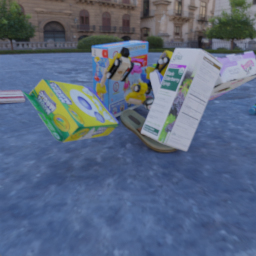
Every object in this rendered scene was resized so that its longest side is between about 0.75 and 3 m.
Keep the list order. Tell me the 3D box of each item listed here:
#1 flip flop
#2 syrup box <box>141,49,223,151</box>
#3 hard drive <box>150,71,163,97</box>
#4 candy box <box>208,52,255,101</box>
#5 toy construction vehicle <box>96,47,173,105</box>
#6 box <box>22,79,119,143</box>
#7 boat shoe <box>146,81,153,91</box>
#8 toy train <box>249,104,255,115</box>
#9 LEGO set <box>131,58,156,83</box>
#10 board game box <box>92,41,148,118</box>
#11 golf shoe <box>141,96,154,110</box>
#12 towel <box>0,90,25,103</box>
[{"bbox_3d":[0.692,-0.009,8.670,2.215,0.638,0.898,38,43,22],"label":"flip flop"},{"bbox_3d":[1.269,-0.688,6.719,0.921,2.262,0.891,19,4,-34],"label":"syrup box"},{"bbox_3d":[1.354,-0.833,9.356,0.300,1.559,2.363,-16,-10,19],"label":"hard drive"},{"bbox_3d":[2.497,-1.368,8.321,1.749,0.746,2.085,-15,-9,-31],"label":"candy box"},{"bbox_3d":[0.240,-1.887,9.723,2.180,2.504,0.882,5,57,-28],"label":"toy construction vehicle"},{"bbox_3d":[-1.351,-0.444,7.143,1.505,0.621,2.566,52,21,12],"label":"box"},{"bbox_3d":[0.852,-2.144,13.278,0.541,0.452,1.451,-47,40,-2],"label":"boat shoe"},{"bbox_3d":[5.823,-0.710,11.909,0.685,0.501,1.183,-24,29,-29],"label":"toy train"},{"bbox_3d":[1.101,-1.875,10.849,2.287,0.872,0.939,14,62,15],"label":"LEGO set"},{"bbox_3d":[-0.265,-2.066,11.669,0.795,2.784,2.843,15,26,31],"label":"board game box"},{"bbox_3d":[1.317,-0.964,12.359,1.690,0.614,0.778,-5,49,-45],"label":"golf shoe"},{"bbox_3d":[-6.459,-1.648,14.947,1.662,0.262,2.307,-6,21,-24],"label":"towel"}]
